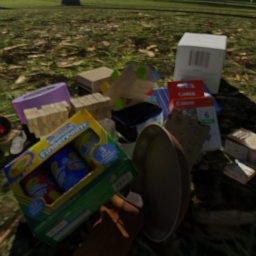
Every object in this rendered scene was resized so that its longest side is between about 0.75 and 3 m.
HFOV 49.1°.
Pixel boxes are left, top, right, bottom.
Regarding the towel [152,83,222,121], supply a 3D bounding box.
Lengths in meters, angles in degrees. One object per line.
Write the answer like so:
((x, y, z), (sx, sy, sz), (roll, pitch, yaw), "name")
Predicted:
((2.699, -1.248, 12.963), (2.823, 0.337, 2.044), (-10, 57, -16), "towel")

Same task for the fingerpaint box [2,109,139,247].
((-1.576, 1.182, 7.533), (2.844, 1.043, 2.373), (-38, 52, -10), "fingerpaint box")

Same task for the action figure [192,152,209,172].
((2.234, 0.945, 9.854), (1.095, 0.985, 1.470), (-26, 32, 6), "action figure")

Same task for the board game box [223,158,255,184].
((3.744, 1.408, 9.268), (1.007, 0.233, 0.763), (-19, 35, -40), "board game box")

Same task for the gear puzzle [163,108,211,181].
((1.348, 0.940, 8.528), (1.499, 2.895, 0.379), (28, -9, 1), "gear puzzle")

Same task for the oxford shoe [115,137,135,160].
((0.557, 0.983, 9.293), (2.836, 0.819, 1.066), (21, 6, 30), "oxford shoe")

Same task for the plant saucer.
((0.764, 1.326, 7.083), (0.494, 2.867, 2.867), (2, 29, -21), "plant saucer")

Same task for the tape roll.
((-3.670, -1.096, 12.119), (2.336, 0.993, 2.336), (-15, 18, 5), "tape roll")

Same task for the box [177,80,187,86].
((2.815, -1.884, 14.380), (1.112, 0.731, 1.118), (-26, 40, -34), "box")

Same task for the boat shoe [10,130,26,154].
((-4.214, 0.517, 10.668), (0.432, 0.423, 1.220), (-1, 32, -6), "boat shoe")

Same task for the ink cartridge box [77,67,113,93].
((-1.652, -2.743, 15.823), (1.939, 0.728, 1.597), (-24, 37, -32), "ink cartridge box")

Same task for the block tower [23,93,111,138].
((-2.095, -0.493, 9.983), (2.941, 0.794, 0.850), (-15, 34, -23), "block tower")

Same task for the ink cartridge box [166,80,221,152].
((2.147, -0.492, 9.375), (1.406, 2.580, 0.650), (-4, -13, -5), "ink cartridge box")

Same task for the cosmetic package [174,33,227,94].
((4.076, -3.724, 15.782), (2.468, 2.453, 2.949), (10, 33, 16), "cosmetic package")

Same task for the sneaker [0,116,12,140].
((-5.408, 0.628, 10.267), (1.139, 0.968, 2.626), (-20, 25, 35), "sneaker")

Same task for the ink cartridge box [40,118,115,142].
((-1.934, 0.221, 10.578), (2.404, 1.014, 1.740), (-21, 36, -30), "ink cartridge box")

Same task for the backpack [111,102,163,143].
((0.428, -0.193, 10.949), (1.798, 1.321, 1.645), (-27, 37, -25), "backpack")

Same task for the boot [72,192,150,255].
((-0.888, 2.615, 7.136), (2.354, 0.856, 2.500), (18, 43, 16), "boot")

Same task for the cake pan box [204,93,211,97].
((2.459, -0.371, 10.813), (1.657, 1.799, 0.470), (-20, 27, -27), "cake pan box")

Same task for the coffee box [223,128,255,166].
((4.446, 0.779, 9.976), (0.990, 0.690, 1.730), (-22, 37, -32), "coffee box")

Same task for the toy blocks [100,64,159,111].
((0.241, -1.425, 11.409), (1.997, 2.921, 1.460), (3, 55, -45), "toy blocks")
